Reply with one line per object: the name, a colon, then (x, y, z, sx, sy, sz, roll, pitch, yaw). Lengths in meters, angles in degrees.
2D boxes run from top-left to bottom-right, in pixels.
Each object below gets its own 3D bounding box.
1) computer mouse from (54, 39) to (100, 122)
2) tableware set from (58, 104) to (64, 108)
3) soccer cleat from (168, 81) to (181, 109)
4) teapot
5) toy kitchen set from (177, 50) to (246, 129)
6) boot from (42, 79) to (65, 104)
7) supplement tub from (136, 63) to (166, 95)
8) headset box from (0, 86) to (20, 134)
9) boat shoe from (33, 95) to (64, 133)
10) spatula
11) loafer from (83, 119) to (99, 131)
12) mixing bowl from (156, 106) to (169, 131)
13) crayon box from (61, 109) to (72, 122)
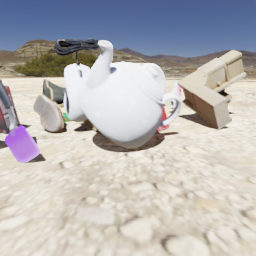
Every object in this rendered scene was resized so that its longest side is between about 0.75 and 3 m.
computer mouse: (-1.314, -1.323, 7.742, 1.279, 2.332, 0.512, -5, 4, -29)
tableware set: (-2.500, -0.849, 10.704, 0.957, 0.111, 0.800, -4, 4, 29)
soccer cleat: (1.844, -1.304, 11.197, 0.488, 1.131, 0.395, -1, 1, -9)
teapot: (0.081, -0.717, 6.533, 1.647, 2.225, 2.254, -43, -2, 17)
toy kitchen set: (3.361, -1.001, 9.467, 2.358, 1.924, 2.128, -31, 36, -5)
boot: (-3.396, -1.755, 14.627, 2.047, 1.146, 2.959, 0, 25, -20)
supplement tub: (0.160, -2.024, 13.191, 1.999, 1.999, 2.749, -11, 16, -41)
headset box: (-3.826, -0.616, 8.070, 1.060, 1.425, 0.550, 7, 28, 27)
boat shoe: (-2.321, -0.437, 8.662, 0.688, 0.725, 1.915, 24, 17, -42)
spatula: (-2.423, -0.279, 5.714, 0.593, 2.098, 0.216, -32, -16, 17)
loafer: (-1.222, -0.357, 8.452, 0.515, 0.580, 1.526, -12, 37, -33)
mixing bowl: (0.132, -0.711, 9.019, 2.392, 1.295, 2.392, -1, 13, 0)
crayon box: (-2.526, -0.450, 9.989, 1.121, 0.327, 0.666, 12, 17, 41)
